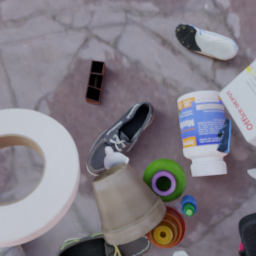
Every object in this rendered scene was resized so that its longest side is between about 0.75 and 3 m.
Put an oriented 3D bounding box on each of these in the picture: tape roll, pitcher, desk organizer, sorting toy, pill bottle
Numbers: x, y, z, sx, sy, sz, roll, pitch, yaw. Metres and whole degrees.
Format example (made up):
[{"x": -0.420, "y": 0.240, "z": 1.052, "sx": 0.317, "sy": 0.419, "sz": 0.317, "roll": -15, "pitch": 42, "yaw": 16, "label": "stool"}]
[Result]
[{"x": -1.962, "y": 0.728, "z": 4.625, "sx": 2.319, "sy": 0.424, "sz": 2.319, "roll": 3, "pitch": 61, "yaw": -6, "label": "tape roll"}, {"x": -0.194, "y": 1.103, "z": 6.252, "sx": 0.762, "sy": 1.078, "sz": 1.257, "roll": -20, "pitch": 118, "yaw": -9, "label": "pitcher"}, {"x": -1.027, "y": -1.439, "z": 8.885, "sx": 0.468, "sy": 0.502, "sz": 1.304, "roll": 8, "pitch": 80, "yaw": 1, "label": "desk organizer"}, {"x": 0.757, "y": 1.462, "z": 5.239, "sx": 1.031, "sy": 0.705, "sz": 1.716, "roll": -2, "pitch": 89, "yaw": 10, "label": "sorting toy"}, {"x": 2.208, "y": 0.205, "z": 8.183, "sx": 1.311, "sy": 1.311, "sz": 2.340, "roll": -4, "pitch": 79, "yaw": -1, "label": "pill bottle"}]

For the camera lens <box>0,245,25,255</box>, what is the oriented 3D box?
[{"x": -3.925, "y": 3.123, "z": 7.526, "sx": 1.535, "sy": 1.535, "sz": 1.919, "roll": -36, "pitch": 81, "yaw": -6, "label": "camera lens"}]

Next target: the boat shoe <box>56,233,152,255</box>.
[{"x": -0.623, "y": 3.426, "z": 7.838, "sx": 2.742, "sy": 0.826, "sz": 0.977, "roll": -10, "pitch": 80, "yaw": -2, "label": "boat shoe"}]

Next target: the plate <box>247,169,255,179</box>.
[{"x": 4.237, "y": 0.916, "z": 5.348, "sx": 2.878, "sy": 2.884, "sz": 0.466, "roll": -1, "pitch": 79, "yaw": 1, "label": "plate"}]

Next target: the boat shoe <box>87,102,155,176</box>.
[{"x": -0.262, "y": 0.256, "z": 8.386, "sx": 1.014, "sy": 0.875, "sz": 2.790, "roll": 42, "pitch": 82, "yaw": 7, "label": "boat shoe"}]

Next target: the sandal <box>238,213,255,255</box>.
[{"x": 2.794, "y": 2.550, "z": 5.840, "sx": 1.056, "sy": 0.634, "sz": 2.811, "roll": -13, "pitch": 121, "yaw": 9, "label": "sandal"}]

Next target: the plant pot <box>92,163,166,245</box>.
[{"x": -0.096, "y": 1.236, "z": 4.937, "sx": 1.202, "sy": 1.202, "sz": 1.043, "roll": -28, "pitch": 93, "yaw": -5, "label": "plant pot"}]

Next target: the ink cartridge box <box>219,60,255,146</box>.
[{"x": 3.251, "y": -0.631, "z": 5.559, "sx": 1.504, "sy": 2.079, "sz": 1.511, "roll": 23, "pitch": 37, "yaw": -31, "label": "ink cartridge box"}]

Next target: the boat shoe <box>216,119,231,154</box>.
[{"x": 1.920, "y": 0.135, "z": 5.641, "sx": 0.265, "sy": 0.325, "sz": 0.771, "roll": 5, "pitch": 52, "yaw": 20, "label": "boat shoe"}]

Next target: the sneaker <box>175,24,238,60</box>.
[{"x": 2.505, "y": -2.799, "z": 9.111, "sx": 2.107, "sy": 0.764, "sz": 0.757, "roll": 29, "pitch": 122, "yaw": 15, "label": "sneaker"}]

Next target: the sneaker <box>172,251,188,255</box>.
[{"x": 1.053, "y": 3.145, "z": 5.157, "sx": 0.724, "sy": 2.016, "sz": 0.730, "roll": -11, "pitch": 107, "yaw": 4, "label": "sneaker"}]

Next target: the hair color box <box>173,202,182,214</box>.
[{"x": 1.031, "y": 2.218, "z": 6.804, "sx": 0.244, "sy": 0.398, "sz": 0.804, "roll": 37, "pitch": 73, "yaw": 17, "label": "hair color box"}]
